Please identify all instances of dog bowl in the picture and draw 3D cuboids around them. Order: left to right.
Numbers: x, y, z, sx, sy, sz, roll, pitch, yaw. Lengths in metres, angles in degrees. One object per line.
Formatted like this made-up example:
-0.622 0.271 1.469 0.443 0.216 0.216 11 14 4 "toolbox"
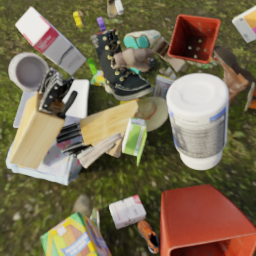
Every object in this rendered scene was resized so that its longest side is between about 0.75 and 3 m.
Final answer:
-3.068 -1.738 8.837 1.254 1.254 0.368 -33 27 -27 "dog bowl"

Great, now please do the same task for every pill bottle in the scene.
1.836 -0.038 7.269 1.407 2.473 1.407 -9 49 10 "pill bottle"

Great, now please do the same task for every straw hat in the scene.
0.532 -0.626 9.382 1.562 0.661 1.562 -17 51 21 "straw hat"

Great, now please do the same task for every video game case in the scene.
1.359 -1.193 9.740 0.984 1.089 0.139 22 32 20 "video game case"

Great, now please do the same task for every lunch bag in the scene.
-2.677 0.773 9.976 2.246 1.684 2.648 10 39 7 "lunch bag"

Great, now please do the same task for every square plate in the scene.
-3.269 -1.054 12.460 2.967 0.422 2.939 -2 48 -2 "square plate"

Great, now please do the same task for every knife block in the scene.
-2.356 -0.199 7.908 0.889 2.440 2.779 20 77 -28 "knife block"
-1.003 -0.051 8.583 2.079 0.758 2.369 26 84 12 "knife block"

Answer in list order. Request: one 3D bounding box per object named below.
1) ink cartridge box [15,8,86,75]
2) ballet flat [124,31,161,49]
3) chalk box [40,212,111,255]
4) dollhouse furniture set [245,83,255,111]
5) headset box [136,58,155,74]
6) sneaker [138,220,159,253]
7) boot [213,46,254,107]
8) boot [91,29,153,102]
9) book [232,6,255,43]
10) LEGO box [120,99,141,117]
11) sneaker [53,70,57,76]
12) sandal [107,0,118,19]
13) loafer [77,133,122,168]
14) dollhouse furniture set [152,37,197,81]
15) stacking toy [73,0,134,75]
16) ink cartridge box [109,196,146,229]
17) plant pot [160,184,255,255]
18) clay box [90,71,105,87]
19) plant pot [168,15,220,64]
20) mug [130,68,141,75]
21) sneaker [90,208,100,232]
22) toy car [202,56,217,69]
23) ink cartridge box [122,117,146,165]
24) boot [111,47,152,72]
-2.456 -2.750 9.119 0.807 1.914 1.385 -46 59 6 "ink cartridge box"
0.621 -3.765 12.044 0.754 0.815 2.418 -33 27 -14 "ballet flat"
-1.204 3.565 7.433 1.283 1.277 2.063 -35 53 -4 "chalk box"
6.581 -1.310 12.443 2.372 1.222 2.347 16 61 15 "dollhouse furniture set"
0.778 -3.305 14.504 0.822 0.438 0.944 31 55 24 "headset box"
0.650 3.177 8.457 0.420 0.607 1.083 -23 51 -19 "sneaker"
3.056 -1.575 9.280 0.572 1.781 1.660 -29 73 -23 "boot"
-0.325 -2.123 9.316 1.035 2.166 2.867 -25 24 -18 "boot"
4.686 -3.806 10.097 1.056 1.581 0.380 48 67 -14 "book"
0.212 -0.508 11.829 1.162 0.602 1.561 3 48 2 "LEGO box"
-2.929 -1.945 10.615 0.360 0.327 0.814 46 33 -2 "sneaker"
-0.613 -4.948 10.869 0.552 0.371 1.375 -2 85 8 "sandal"
-0.577 0.496 6.183 1.088 0.391 0.342 -29 86 0 "loafer"
1.812 -2.944 11.697 1.073 1.515 1.649 27 26 -30 "dollhouse furniture set"
-0.835 -3.376 10.459 1.784 2.366 0.556 -17 9 2 "stacking toy"
-0.027 2.710 9.015 0.987 0.419 0.719 -14 49 -15 "ink cartridge box"
1.907 2.878 7.810 2.249 2.247 1.982 -7 37 -6 "plant pot"
-1.103 -2.407 13.746 1.434 0.341 0.824 9 48 7 "clay box"
2.281 -2.825 9.424 1.365 1.363 1.203 17 5 21 "plant pot"
0.205 -2.530 13.741 0.845 0.522 0.694 3 47 2 "mug"
-1.144 3.011 8.773 0.473 0.354 1.054 -3 51 -9 "sneaker"
3.465 -2.768 11.914 0.840 0.790 0.187 -27 77 -40 "toy car"
0.141 0.294 6.769 0.412 0.803 1.086 14 19 -3 "ink cartridge box"
0.067 -1.896 8.053 1.095 1.498 0.526 -13 80 -7 "boot"
